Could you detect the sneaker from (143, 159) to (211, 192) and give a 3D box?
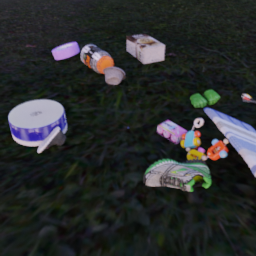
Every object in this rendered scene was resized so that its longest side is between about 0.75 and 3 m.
[{"bbox_3d":[1.294,1.264,7.267,1.838,0.717,0.783,-5,36,-8],"label":"sneaker"}]

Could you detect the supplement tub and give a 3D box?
[{"bbox_3d":[-1.470,-3.249,13.344,1.037,1.037,1.692,-21,39,-26],"label":"supplement tub"}]

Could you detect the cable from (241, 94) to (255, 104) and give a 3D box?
[{"bbox_3d":[4.885,-1.094,11.012,0.886,0.223,0.430,26,43,32],"label":"cable"}]

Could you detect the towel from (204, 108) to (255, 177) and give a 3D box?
[{"bbox_3d":[3.467,0.563,7.788,2.156,0.349,2.936,19,27,-26],"label":"towel"}]

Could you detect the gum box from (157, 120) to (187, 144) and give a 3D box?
[{"bbox_3d":[1.425,0.120,9.233,0.513,0.299,0.903,-26,43,-32],"label":"gum box"}]

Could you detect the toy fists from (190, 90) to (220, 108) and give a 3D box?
[{"bbox_3d":[2.967,-1.082,10.790,1.106,0.380,0.564,-16,42,-9],"label":"toy fists"}]

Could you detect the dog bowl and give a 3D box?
[{"bbox_3d":[-2.994,-0.207,9.344,1.797,0.708,1.797,0,36,0],"label":"dog bowl"}]

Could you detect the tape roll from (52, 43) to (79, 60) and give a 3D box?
[{"bbox_3d":[-3.251,-4.011,14.623,1.360,0.446,1.360,-13,30,8],"label":"tape roll"}]

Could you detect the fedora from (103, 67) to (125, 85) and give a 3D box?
[{"bbox_3d":[-0.655,-2.203,12.201,1.093,0.967,0.494,-3,63,39],"label":"fedora"}]

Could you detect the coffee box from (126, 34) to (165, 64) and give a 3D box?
[{"bbox_3d":[0.878,-4.247,14.913,1.202,0.849,2.127,-16,38,-21],"label":"coffee box"}]

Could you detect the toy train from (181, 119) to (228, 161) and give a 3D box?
[{"bbox_3d":[2.226,0.516,8.144,0.459,1.238,1.649,33,21,-32],"label":"toy train"}]

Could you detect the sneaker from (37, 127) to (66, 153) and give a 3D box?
[{"bbox_3d":[-2.334,0.487,8.697,0.991,0.491,0.350,-49,34,-9],"label":"sneaker"}]
